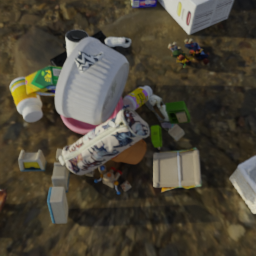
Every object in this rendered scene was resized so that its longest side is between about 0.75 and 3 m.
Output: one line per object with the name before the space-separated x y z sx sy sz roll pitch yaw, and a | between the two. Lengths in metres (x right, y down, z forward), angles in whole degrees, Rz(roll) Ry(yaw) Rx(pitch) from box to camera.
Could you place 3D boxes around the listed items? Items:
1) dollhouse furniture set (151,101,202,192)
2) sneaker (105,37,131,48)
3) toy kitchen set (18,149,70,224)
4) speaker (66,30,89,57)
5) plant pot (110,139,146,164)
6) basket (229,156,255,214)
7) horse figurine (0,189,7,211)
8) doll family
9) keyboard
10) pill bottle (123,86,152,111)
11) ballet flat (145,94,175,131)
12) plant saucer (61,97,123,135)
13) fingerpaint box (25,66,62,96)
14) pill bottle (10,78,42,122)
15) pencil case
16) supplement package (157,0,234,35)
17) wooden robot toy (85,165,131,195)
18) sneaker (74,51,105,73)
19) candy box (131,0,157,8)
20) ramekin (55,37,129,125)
dollhouse furniture set | 1.561 0.673 9.026 1.446 1.117 2.893 -7 65 18
sneaker | -0.301 -2.686 8.635 0.817 0.407 0.306 -3 89 -15
toy kitchen set | -2.800 1.877 9.140 1.698 1.248 2.119 -1 41 -4
speaker | -1.790 -2.495 10.098 0.787 1.939 0.787 3 51 -4
plant pot | 0.021 0.679 9.574 0.895 1.279 1.279 30 61 -23
basket | 4.408 1.711 9.018 1.544 1.242 1.531 -25 65 -12
horse figurine | -4.480 2.896 8.832 1.230 0.463 1.856 -5 62 -3
doll family | 2.645 -3.113 11.867 1.961 0.769 1.133 -20 59 -14
keyboard | -2.030 -3.296 12.197 2.730 0.350 1.639 -36 74 -18
pill bottle | 0.381 -1.127 10.414 0.603 0.603 1.156 39 54 18
ballet flat | 1.210 -0.780 10.666 0.678 0.678 1.886 -27 65 -14
plant saucer | -1.354 -0.708 10.618 2.360 0.598 2.360 -1 59 2
fingerpaint box | -2.336 -1.523 9.542 1.435 1.720 0.631 -11 86 39
pill bottle | -3.837 -1.053 10.665 0.917 0.917 1.627 -24 65 -12
pencil case | -0.795 0.454 8.581 2.839 1.270 1.104 -32 58 26
supplement package | 3.035 -6.219 12.984 2.293 1.633 2.944 -26 65 -13
wooden robot toy | -0.656 1.578 9.366 1.664 0.755 0.733 24 65 12
sneaker | -1.100 -1.979 7.742 0.859 0.343 0.559 -38 99 -8
candy box | 0.689 -6.631 13.801 1.211 0.552 1.433 -7 62 -7
ramekin | -1.046 -1.391 9.164 1.435 2.734 2.734 24 65 6
